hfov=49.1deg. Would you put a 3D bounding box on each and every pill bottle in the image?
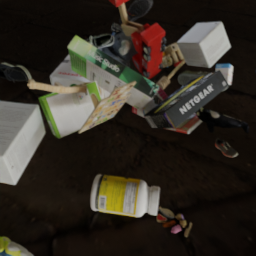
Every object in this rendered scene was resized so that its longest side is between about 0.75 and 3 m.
[{"bbox_3d":[-0.059,1.774,7.245,1.683,0.946,0.946,7,42,6],"label":"pill bottle"}]

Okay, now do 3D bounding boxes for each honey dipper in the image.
[{"bbox_3d":[1.973,-2.433,12.043,0.398,0.398,2.098,30,66,30],"label":"honey dipper"}]

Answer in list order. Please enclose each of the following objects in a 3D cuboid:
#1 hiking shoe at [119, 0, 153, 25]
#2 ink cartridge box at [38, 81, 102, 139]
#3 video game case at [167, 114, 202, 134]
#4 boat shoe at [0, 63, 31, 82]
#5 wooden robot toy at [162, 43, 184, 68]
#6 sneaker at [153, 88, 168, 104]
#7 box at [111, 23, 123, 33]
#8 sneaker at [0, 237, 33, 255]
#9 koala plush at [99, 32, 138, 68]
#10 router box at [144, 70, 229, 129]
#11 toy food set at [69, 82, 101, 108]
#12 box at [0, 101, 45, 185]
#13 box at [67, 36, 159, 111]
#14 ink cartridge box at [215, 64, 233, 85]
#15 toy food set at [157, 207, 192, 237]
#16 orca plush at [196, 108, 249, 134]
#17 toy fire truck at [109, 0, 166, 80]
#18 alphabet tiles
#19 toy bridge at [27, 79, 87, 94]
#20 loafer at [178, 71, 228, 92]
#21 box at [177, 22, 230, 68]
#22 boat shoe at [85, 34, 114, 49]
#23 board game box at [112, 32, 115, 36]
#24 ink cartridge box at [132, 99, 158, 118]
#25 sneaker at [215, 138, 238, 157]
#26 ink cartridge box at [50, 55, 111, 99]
[{"bbox_3d":[0.283,-3.868,9.134,1.385,0.524,0.697,-20,31,43],"label":"hiking shoe"},{"bbox_3d":[-1.776,-0.646,9.215,1.827,1.350,0.692,-24,20,-22],"label":"ink cartridge box"},{"bbox_3d":[1.758,-0.243,9.785,1.536,0.134,1.098,13,40,45],"label":"video game case"},{"bbox_3d":[-5.002,-2.340,12.168,2.004,0.748,0.624,18,49,27],"label":"boat shoe"},{"bbox_3d":[1.926,-3.488,13.524,2.788,1.228,1.265,-28,13,-27],"label":"wooden robot toy"},{"bbox_3d":[1.246,-0.952,10.194,0.410,1.111,0.486,-46,14,-32],"label":"sneaker"},{"bbox_3d":[-0.334,-3.731,10.670,0.606,0.165,0.757,21,30,-14],"label":"box"},{"bbox_3d":[-2.915,2.947,6.232,1.857,0.703,0.975,20,60,26],"label":"sneaker"},{"bbox_3d":[-0.198,-2.722,9.854,1.737,1.596,1.540,-26,9,44],"label":"koala plush"},{"bbox_3d":[1.815,-0.866,9.118,2.304,0.602,1.812,-37,10,-13],"label":"router box"},{"bbox_3d":[-1.588,-0.778,9.681,1.529,1.544,0.376,-7,15,15],"label":"toy food set"},{"bbox_3d":[-3.911,0.360,8.624,1.787,1.248,2.347,7,42,8],"label":"box"},{"bbox_3d":[-0.538,-1.630,8.986,2.854,2.060,0.519,29,80,-5],"label":"box"},{"bbox_3d":[3.670,-1.996,10.793,0.522,0.834,0.536,8,3,34],"label":"ink cartridge box"},{"bbox_3d":[1.128,2.383,7.150,0.936,0.147,0.595,19,44,20],"label":"toy food set"},{"bbox_3d":[2.792,-0.113,8.668,1.813,0.644,0.954,25,10,35],"label":"orca plush"},{"bbox_3d":[0.264,-2.827,8.330,0.658,2.701,1.904,-36,71,-11],"label":"toy fire truck"},{"bbox_3d":[-0.469,-0.563,7.324,0.064,1.696,1.418,51,43,10],"label":"alphabet tiles"},{"bbox_3d":[-1.748,-1.013,7.050,1.509,0.205,0.507,1,20,-29],"label":"toy bridge"},{"bbox_3d":[3.184,-2.087,11.796,2.086,0.784,0.726,15,48,17],"label":"loafer"},{"bbox_3d":[2.838,-3.138,10.583,1.296,1.116,1.303,-45,34,-13],"label":"box"},{"bbox_3d":[-1.117,-2.748,9.177,1.342,0.496,0.458,-10,3,10],"label":"boat shoe"},{"bbox_3d":[-0.398,-3.181,11.013,0.780,1.031,0.189,35,43,5],"label":"board game box"},{"bbox_3d":[0.759,-0.722,10.486,1.012,0.419,0.737,26,46,25],"label":"ink cartridge box"},{"bbox_3d":[2.835,0.567,8.177,0.304,0.323,0.788,-37,43,-15],"label":"sneaker"},{"bbox_3d":[-1.572,-2.213,11.588,2.136,1.233,2.936,9,42,10],"label":"ink cartridge box"}]
